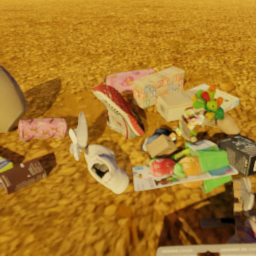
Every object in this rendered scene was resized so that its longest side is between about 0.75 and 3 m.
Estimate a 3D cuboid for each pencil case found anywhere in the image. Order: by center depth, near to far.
[{"bbox_3d":[-3.355,0.059,11.008,1.853,0.767,0.802,-2,55,-24],"label":"pencil case"},{"bbox_3d":[0.149,-2.349,14.588,2.662,1.164,1.164,-14,37,-19],"label":"pencil case"}]

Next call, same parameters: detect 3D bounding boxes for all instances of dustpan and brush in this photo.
[{"bbox_3d":[-1.793,0.491,9.877,0.610,1.487,2.130,6,28,-29],"label":"dustpan and brush"}]

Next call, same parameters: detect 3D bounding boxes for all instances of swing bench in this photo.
[{"bbox_3d":[3.480,-0.393,12.134,0.777,0.504,0.773,-4,42,-11],"label":"swing bench"}]

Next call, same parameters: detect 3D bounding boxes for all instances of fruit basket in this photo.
[{"bbox_3d":[1.532,1.193,8.670,2.826,1.325,2.618,-5,6,1],"label":"fruit basket"}]

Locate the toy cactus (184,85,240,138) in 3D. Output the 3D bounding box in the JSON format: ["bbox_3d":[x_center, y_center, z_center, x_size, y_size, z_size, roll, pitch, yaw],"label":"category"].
[{"bbox_3d":[3.399,-0.532,11.076,1.403,2.744,2.264,-40,84,0],"label":"toy cactus"}]

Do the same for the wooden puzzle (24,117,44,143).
[{"bbox_3d":[-3.961,0.076,11.791,1.055,0.183,1.563,20,42,29],"label":"wooden puzzle"}]

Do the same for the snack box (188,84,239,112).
[{"bbox_3d":[4.191,-1.499,13.921,1.260,0.402,2.169,-24,41,-31],"label":"snack box"}]

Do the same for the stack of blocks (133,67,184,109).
[{"bbox_3d":[1.472,-1.796,13.377,2.631,1.515,0.771,-25,41,-32],"label":"stack of blocks"}]

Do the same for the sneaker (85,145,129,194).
[{"bbox_3d":[-0.900,1.124,9.237,0.904,1.203,2.414,-51,42,-1],"label":"sneaker"}]

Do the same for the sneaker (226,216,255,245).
[{"bbox_3d":[3.208,2.766,7.244,1.924,0.849,0.783,-27,42,-31],"label":"sneaker"}]

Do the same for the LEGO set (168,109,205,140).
[{"bbox_3d":[1.905,-0.161,9.567,0.558,1.499,0.690,51,40,-6],"label":"LEGO set"}]

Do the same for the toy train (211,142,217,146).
[{"bbox_3d":[3.651,0.700,10.776,0.922,0.390,0.533,-4,21,-6],"label":"toy train"}]

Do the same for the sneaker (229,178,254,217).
[{"bbox_3d":[3.459,2.115,8.588,0.646,0.588,1.574,-1,23,16],"label":"sneaker"}]

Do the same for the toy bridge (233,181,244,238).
[{"bbox_3d":[2.886,2.163,7.361,0.201,0.496,1.476,0,47,17],"label":"toy bridge"}]

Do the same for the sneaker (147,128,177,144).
[{"bbox_3d":[1.144,0.367,10.570,0.690,0.621,1.771,38,22,28],"label":"sneaker"}]

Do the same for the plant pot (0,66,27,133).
[{"bbox_3d":[-5.272,-0.874,11.433,1.855,2.763,2.763,38,36,-9],"label":"plant pot"}]

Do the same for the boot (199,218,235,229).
[{"bbox_3d":[2.443,2.579,7.712,0.879,0.578,0.307,-4,65,-7],"label":"boot"}]

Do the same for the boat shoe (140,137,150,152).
[{"bbox_3d":[0.675,0.671,10.824,0.331,0.350,1.001,-27,13,25],"label":"boat shoe"}]

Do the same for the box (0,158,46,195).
[{"bbox_3d":[-3.469,1.569,9.217,1.310,0.491,0.656,-26,59,-31],"label":"box"}]

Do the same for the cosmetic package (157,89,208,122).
[{"bbox_3d":[2.607,-1.078,12.931,2.288,0.836,1.184,-13,35,-17],"label":"cosmetic package"}]

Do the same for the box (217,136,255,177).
[{"bbox_3d":[3.844,0.917,9.390,1.045,0.753,1.407,-9,22,-25],"label":"box"}]

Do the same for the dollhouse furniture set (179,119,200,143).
[{"bbox_3d":[1.967,0.340,9.535,0.518,1.342,0.671,-27,38,31],"label":"dollhouse furniture set"}]

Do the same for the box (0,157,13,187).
[{"bbox_3d":[-4.892,1.418,9.611,1.903,0.453,1.160,17,39,25],"label":"box"}]

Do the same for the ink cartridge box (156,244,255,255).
[{"bbox_3d":[1.639,3.449,5.325,2.459,1.031,2.158,-13,29,25],"label":"ink cartridge box"}]

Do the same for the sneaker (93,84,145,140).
[{"bbox_3d":[-0.459,-0.468,10.560,1.137,2.768,1.078,-28,35,17],"label":"sneaker"}]

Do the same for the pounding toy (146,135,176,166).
[{"bbox_3d":[1.011,0.787,9.601,1.015,1.156,0.529,21,38,-57],"label":"pounding toy"}]
